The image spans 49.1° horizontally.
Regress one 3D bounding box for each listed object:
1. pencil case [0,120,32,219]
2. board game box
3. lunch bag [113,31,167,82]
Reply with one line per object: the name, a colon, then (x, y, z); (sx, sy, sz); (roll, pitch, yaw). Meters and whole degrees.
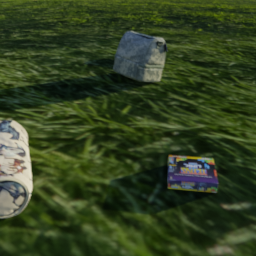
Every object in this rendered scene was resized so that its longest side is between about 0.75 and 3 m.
pencil case: (-2.792, 0.806, 6.301); (1.006, 1.157, 2.586); (-44, 36, 8)
board game box: (1.502, 1.073, 6.667); (1.113, 0.316, 0.920); (3, 30, 6)
lunch bag: (0.526, -3.017, 11.739); (1.480, 1.781, 2.124); (-10, 30, -37)
